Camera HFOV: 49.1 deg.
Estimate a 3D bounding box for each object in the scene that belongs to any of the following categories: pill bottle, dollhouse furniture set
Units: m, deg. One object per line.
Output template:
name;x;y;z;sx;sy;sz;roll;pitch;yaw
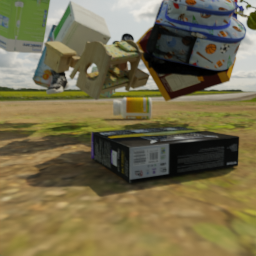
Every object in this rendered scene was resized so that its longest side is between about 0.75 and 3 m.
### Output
pill bottle;0.220;-1.039;14.743;1.973;1.096;1.096;1;7;1
dollhouse furniture set;-0.864;-2.571;9.701;2.612;1.642;2.954;35;33;21

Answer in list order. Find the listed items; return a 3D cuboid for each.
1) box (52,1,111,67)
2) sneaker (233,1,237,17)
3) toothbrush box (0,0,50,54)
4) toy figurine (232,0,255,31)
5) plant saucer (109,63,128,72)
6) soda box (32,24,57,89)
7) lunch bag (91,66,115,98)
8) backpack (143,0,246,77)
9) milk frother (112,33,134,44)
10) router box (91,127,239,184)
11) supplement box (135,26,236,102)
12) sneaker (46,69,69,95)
box;-1.902;-3.705;11.261;1.699;1.456;1.691;14;-46;-37
sneaker;3.336;-3.688;9.254;0.485;1.077;0.377;0;-16;27
toothbrush box;-2.853;-2.889;7.517;0.690;1.603;1.167;26;24;26
toy figurine;3.056;-3.336;8.785;2.200;1.161;1.318;10;-38;-31
plant saucer;-0.528;-3.311;14.319;1.377;1.377;0.252;-5;-17;-33
soda box;-3.613;-3.376;13.544;1.011;2.956;0.940;18;-11;-5
lunch bag;-1.106;-2.057;12.243;1.028;1.207;0.736;21;44;22
backpack;1.852;-2.577;7.418;2.369;1.916;2.487;20;48;-1
milk frother;-0.277;-3.108;10.786;0.857;0.774;0.806;2;-20;-14
router box;0.616;0.389;5.275;2.227;0.582;1.751;-3;8;-25
supplement box;2.245;-2.928;10.814;2.758;2.720;1.831;-15;29;38
sneaker;-3.217;-2.113;12.413;0.680;1.026;1.802;-7;19;12
